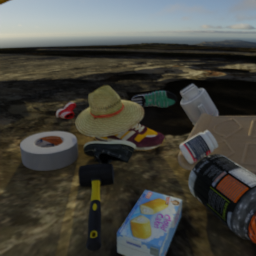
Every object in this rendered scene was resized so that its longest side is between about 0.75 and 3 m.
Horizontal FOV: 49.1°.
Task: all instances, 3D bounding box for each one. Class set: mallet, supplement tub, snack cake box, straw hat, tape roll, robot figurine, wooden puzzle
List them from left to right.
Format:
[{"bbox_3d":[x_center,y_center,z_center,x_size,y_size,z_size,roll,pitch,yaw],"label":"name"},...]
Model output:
[{"bbox_3d":[-2.358,0.653,8.461,1.663,0.549,1.663,0,22,0],"label":"tape roll"},{"bbox_3d":[-0.574,1.553,6.089,0.896,0.560,2.721,-7,21,-10],"label":"mallet"},{"bbox_3d":[-0.759,-0.790,9.165,2.477,1.048,2.477,-9,31,5],"label":"straw hat"},{"bbox_3d":[0.461,1.868,5.413,0.834,0.487,1.450,9,23,22],"label":"snack cake box"},{"bbox_3d":[1.819,0.497,7.259,0.840,0.590,0.590,-31,24,1],"label":"supplement tub"},{"bbox_3d":[2.685,-0.737,10.532,1.037,1.836,1.557,-32,17,14],"label":"robot figurine"},{"bbox_3d":[2.200,1.404,5.674,1.164,1.164,1.899,-9,24,-21],"label":"supplement tub"},{"bbox_3d":[3.234,0.532,7.818,2.995,0.693,2.774,6,35,29],"label":"wooden puzzle"}]

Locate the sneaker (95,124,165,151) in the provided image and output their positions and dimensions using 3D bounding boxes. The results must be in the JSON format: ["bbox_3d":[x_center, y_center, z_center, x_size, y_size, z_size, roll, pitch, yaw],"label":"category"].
[{"bbox_3d":[-0.013,0.017,9.267,2.498,1.125,0.936,6,23,18],"label":"sneaker"}]

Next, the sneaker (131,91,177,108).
[{"bbox_3d":[1.218,-1.437,13.560,2.168,0.807,0.949,-2,16,-3],"label":"sneaker"}]

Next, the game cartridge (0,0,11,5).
[{"bbox_3d":[-3.685,-2.857,6.329,2.634,0.427,2.322,-23,41,6],"label":"game cartridge"}]

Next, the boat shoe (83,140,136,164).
[{"bbox_3d":[-0.631,0.777,7.949,1.916,0.635,0.716,-5,-28,36],"label":"boat shoe"}]

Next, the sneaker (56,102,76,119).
[{"bbox_3d":[-2.505,-0.685,12.196,0.699,0.474,1.211,19,39,22],"label":"sneaker"}]
